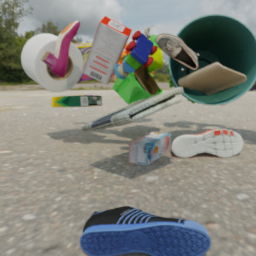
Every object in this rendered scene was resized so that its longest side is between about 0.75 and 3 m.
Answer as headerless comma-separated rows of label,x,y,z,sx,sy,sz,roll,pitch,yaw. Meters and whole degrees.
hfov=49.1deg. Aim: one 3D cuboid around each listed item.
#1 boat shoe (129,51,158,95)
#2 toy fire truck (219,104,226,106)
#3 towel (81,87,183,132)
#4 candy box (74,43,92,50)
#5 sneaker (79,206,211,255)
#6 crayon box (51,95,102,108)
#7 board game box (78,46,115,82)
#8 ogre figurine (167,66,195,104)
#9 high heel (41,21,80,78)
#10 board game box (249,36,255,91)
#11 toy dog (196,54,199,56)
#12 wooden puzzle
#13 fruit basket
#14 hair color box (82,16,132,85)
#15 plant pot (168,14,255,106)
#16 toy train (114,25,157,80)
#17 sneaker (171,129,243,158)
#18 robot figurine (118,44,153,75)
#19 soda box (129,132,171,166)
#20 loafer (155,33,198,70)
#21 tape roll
boat shoe,0.435,-1.843,9.572,0.603,1.648,0.534,-31,12,-16
toy fire truck,4.235,-2.223,11.624,1.798,2.550,0.622,-3,1,-8
towel,0.142,-0.415,7.407,2.221,0.384,2.139,-28,10,-38
candy box,-1.898,-3.234,12.941,2.734,1.397,0.361,1,52,7
sneaker,0.253,1.573,4.420,1.961,0.688,0.764,0,18,6
crayon box,-1.926,-1.000,10.665,1.300,0.439,1.506,-1,5,25
board game box,-1.438,-2.588,11.168,2.107,1.264,0.340,-5,13,34
ogre figurine,2.457,-2.229,13.340,2.215,1.087,1.328,26,22,-22
high heel,-1.965,-2.594,9.213,0.900,1.876,0.632,42,-19,-34
board game box,5.354,-2.648,9.921,0.720,2.098,2.538,25,-20,-24
toy dog,3.594,-2.838,12.728,2.844,1.370,1.876,0,-24,47
wooden puzzle,2.613,-1.522,8.736,1.623,0.302,1.501,11,-21,-40
fruit basket,0.771,-2.264,11.459,2.878,2.076,2.878,-44,1,1
hair color box,-0.684,-2.353,8.710,0.949,1.869,0.572,25,42,-6
plant pot,2.737,-2.143,9.854,2.860,2.860,2.295,1,1,3
toy train,0.243,-2.291,8.409,1.119,0.818,1.933,-37,22,39
sneaker,2.648,0.479,9.675,2.486,0.958,1.018,0,4,-4
robot figurine,0.428,-3.137,14.300,1.428,1.761,2.449,-1,-31,32
soda box,0.785,0.635,9.427,0.708,0.658,2.070,6,13,28
loafer,1.453,-2.171,8.020,1.545,0.555,0.486,23,39,-30
tape roll,-2.820,-2.436,10.472,1.941,1.941,1.333,-8,28,-38
